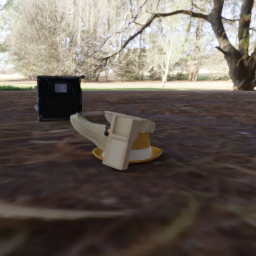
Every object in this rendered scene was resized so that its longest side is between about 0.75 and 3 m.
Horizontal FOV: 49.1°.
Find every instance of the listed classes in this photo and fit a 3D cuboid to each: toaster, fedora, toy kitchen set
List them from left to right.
[{"bbox_3d":[-2.481,-1.123,10.221,1.779,1.609,1.056,-3,10,-20],"label":"toaster"},{"bbox_3d":[-0.117,0.178,4.767,0.744,0.823,0.912,15,4,28],"label":"toy kitchen set"},{"bbox_3d":[-0.018,0.268,5.144,1.286,0.524,1.286,-1,9,0],"label":"fedora"}]

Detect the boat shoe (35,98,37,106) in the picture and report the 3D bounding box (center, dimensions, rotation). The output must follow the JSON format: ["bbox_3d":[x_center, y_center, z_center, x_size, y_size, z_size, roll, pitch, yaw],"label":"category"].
[{"bbox_3d":[-3.632,-1.182,13.796,1.791,0.605,0.643,-2,8,-18],"label":"boat shoe"}]

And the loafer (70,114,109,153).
[{"bbox_3d":[-0.517,0.063,4.728,1.018,0.348,0.385,39,11,0],"label":"loafer"}]
